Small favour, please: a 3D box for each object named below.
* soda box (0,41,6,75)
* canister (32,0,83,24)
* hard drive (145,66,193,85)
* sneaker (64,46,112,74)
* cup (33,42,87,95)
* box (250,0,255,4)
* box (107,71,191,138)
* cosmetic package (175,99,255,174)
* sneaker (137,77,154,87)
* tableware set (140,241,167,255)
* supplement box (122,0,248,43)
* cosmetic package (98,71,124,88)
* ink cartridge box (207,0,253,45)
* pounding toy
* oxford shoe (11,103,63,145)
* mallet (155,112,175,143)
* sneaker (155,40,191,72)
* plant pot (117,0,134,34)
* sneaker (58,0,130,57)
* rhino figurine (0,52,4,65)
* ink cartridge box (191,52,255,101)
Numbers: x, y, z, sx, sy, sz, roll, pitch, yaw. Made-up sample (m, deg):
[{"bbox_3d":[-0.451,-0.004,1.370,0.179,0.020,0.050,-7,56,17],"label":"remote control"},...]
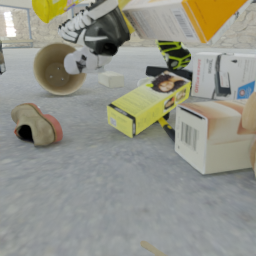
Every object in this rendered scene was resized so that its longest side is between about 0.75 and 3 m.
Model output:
[{"bbox_3d":[-4.596,-2.895,8.411,1.059,2.993,0.948,21,44,8],"label":"soda box"},{"bbox_3d":[-1.784,-3.866,7.882,1.794,0.777,1.333,-44,5,-22],"label":"canister"},{"bbox_3d":[2.484,-2.478,13.614,2.081,0.490,2.982,13,8,33],"label":"hard drive"},{"bbox_3d":[-1.161,-2.494,10.205,2.377,0.893,1.366,-3,9,44],"label":"sneaker"},{"bbox_3d":[-3.160,-2.562,12.822,2.278,2.278,1.629,-7,3,-19],"label":"cup"},{"bbox_3d":[3.147,-4.254,8.347,1.697,0.900,1.037,5,52,36],"label":"box"},{"bbox_3d":[0.677,-0.795,8.356,1.017,0.677,2.702,30,50,31],"label":"box"},{"bbox_3d":[2.624,0.061,6.334,2.802,1.222,1.448,-5,17,-16],"label":"cosmetic package"},{"bbox_3d":[1.356,-1.920,12.976,1.952,0.739,1.025,5,7,-7],"label":"sneaker"},{"bbox_3d":[0.327,1.840,2.760,1.018,0.308,1.539,-28,26,-32],"label":"tableware set"},{"bbox_3d":[1.041,-2.417,5.332,1.421,0.829,2.254,-45,32,-6],"label":"supplement box"},{"bbox_3d":[-0.922,-2.575,14.774,0.857,0.605,1.656,-8,22,-22],"label":"cosmetic package"},{"bbox_3d":[2.225,-3.326,6.961,1.431,1.972,0.826,44,15,10],"label":"ink cartridge box"},{"bbox_3d":[3.064,0.610,4.679,2.790,1.595,1.601,22,23,6],"label":"pounding toy"},{"bbox_3d":[-2.742,-0.130,7.576,0.868,0.817,2.320,-24,29,-39],"label":"oxford shoe"},{"bbox_3d":[0.936,-0.068,7.984,0.845,0.528,2.564,-1,23,-4],"label":"mallet"},{"bbox_3d":[1.514,-2.823,9.686,0.915,2.426,0.927,-26,62,10],"label":"sneaker"},{"bbox_3d":[0.152,-4.586,10.334,1.527,1.623,1.623,-28,-1,39],"label":"plant pot"},{"bbox_3d":[-0.820,-2.152,6.533,0.893,1.216,2.687,-43,25,-20],"label":"sneaker"},{"bbox_3d":[-3.938,-2.302,7.599,0.658,1.504,0.450,-9,40,13],"label":"rhino figurine"},{"bbox_3d":[4.032,-2.132,11.653,2.528,1.828,1.065,12,23,31],"label":"ink cartridge box"}]
